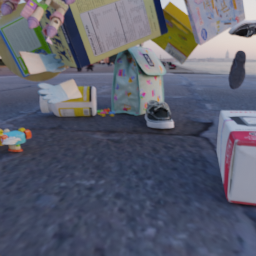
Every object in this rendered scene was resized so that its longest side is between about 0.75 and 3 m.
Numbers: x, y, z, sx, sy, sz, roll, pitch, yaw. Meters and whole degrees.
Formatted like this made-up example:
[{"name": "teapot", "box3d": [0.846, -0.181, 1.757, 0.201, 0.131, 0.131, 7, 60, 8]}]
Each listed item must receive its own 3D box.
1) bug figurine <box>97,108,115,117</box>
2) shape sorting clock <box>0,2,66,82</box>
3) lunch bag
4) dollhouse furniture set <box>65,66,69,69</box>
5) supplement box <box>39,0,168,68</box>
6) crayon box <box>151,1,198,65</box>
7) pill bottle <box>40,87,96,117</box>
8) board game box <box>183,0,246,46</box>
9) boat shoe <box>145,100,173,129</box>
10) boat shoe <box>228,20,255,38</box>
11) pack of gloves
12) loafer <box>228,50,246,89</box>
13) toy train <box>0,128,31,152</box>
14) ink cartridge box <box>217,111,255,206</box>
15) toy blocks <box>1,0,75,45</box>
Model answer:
[{"name": "bug figurine", "box3d": [-0.973, -0.684, 12.255, 0.699, 0.232, 0.901, -7, 16, -27]}, {"name": "shape sorting clock", "box3d": [-3.303, -2.965, 9.840, 2.660, 2.660, 0.522, 2, 20, 6]}, {"name": "lunch bag", "box3d": [0.503, -2.235, 12.817, 1.810, 2.968, 2.529, 8, 15, 30]}, {"name": "dollhouse furniture set", "box3d": [-2.321, -3.104, 10.664, 2.801, 1.400, 1.081, -23, -9, -8]}, {"name": "supplement box", "box3d": [-0.846, -2.992, 7.734, 2.620, 1.761, 2.623, -27, 24, -19]}, {"name": "crayon box", "box3d": [1.942, -3.660, 10.907, 1.832, 0.733, 2.886, 38, -4, -1]}, {"name": "pill bottle", "box3d": [-2.494, -1.118, 11.858, 2.253, 1.262, 1.262, -1, 14, -4]}, {"name": "board game box", "box3d": [1.780, -2.465, 5.725, 1.131, 1.134, 0.233, -30, 41, 2]}, {"name": "boat shoe", "box3d": [1.131, -0.580, 10.503, 0.929, 0.860, 2.517, 0, 14, -1]}, {"name": "boat shoe", "box3d": [4.252, -3.466, 10.006, 1.582, 0.536, 0.567, -17, -21, -31]}, {"name": "pack of gloves", "box3d": [-1.902, -1.184, 6.811, 0.304, 1.296, 1.543, -27, 2, 24]}, {"name": "loafer", "box3d": [2.421, -1.260, 6.238, 0.326, 0.906, 0.285, 14, -10, 1]}, {"name": "toy train", "box3d": [-3.538, 0.454, 7.066, 2.081, 0.579, 1.563, -1, 15, 8]}, {"name": "ink cartridge box", "box3d": [2.926, 0.465, 5.599, 2.060, 1.195, 2.791, 3, 16, 12]}, {"name": "toy blocks", "box3d": [-1.731, -2.310, 5.330, 1.154, 1.040, 1.235, 32, -35, -27]}]
